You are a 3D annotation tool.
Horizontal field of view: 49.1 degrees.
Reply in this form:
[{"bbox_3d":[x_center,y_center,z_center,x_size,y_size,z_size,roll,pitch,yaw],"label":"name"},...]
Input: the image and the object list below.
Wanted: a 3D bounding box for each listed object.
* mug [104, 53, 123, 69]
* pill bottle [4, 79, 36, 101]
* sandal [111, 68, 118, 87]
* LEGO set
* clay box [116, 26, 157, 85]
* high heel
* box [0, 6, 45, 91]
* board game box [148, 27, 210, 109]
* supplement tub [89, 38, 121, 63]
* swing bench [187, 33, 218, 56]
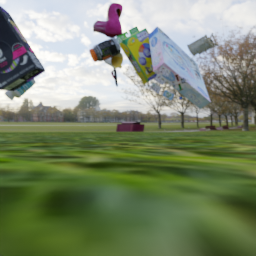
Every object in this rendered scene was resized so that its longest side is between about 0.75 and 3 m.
[{"bbox_3d":[-0.702,-2.936,12.219,0.718,0.897,0.736,-33,41,-31],"label":"mug"},{"bbox_3d":[-4.220,-1.599,10.875,0.653,1.178,0.653,36,-19,15],"label":"pill bottle"},{"bbox_3d":[-0.769,-2.801,15.155,0.277,1.229,0.462,-9,-11,13],"label":"sandal"},{"bbox_3d":[1.431,-1.422,9.398,1.171,0.875,0.287,33,17,17],"label":"LEGO set"},{"bbox_3d":[0.631,-3.217,12.033,1.344,2.339,0.557,-37,9,-26],"label":"clay box"},{"bbox_3d":[-0.238,-2.644,6.839,0.723,0.508,1.507,16,40,13],"label":"high heel"},{"bbox_3d":[-4.083,-2.578,9.236,1.457,2.384,1.264,-32,6,1],"label":"box"},{"bbox_3d":[2.019,-2.432,11.279,2.727,2.714,0.591,32,-54,-29],"label":"board game box"},{"bbox_3d":[-0.869,-2.885,10.436,1.072,0.657,0.657,-27,6,-12],"label":"supplement tub"},{"bbox_3d":[3.052,-3.390,11.476,0.893,0.583,0.898,-21,7,41],"label":"swing bench"}]
